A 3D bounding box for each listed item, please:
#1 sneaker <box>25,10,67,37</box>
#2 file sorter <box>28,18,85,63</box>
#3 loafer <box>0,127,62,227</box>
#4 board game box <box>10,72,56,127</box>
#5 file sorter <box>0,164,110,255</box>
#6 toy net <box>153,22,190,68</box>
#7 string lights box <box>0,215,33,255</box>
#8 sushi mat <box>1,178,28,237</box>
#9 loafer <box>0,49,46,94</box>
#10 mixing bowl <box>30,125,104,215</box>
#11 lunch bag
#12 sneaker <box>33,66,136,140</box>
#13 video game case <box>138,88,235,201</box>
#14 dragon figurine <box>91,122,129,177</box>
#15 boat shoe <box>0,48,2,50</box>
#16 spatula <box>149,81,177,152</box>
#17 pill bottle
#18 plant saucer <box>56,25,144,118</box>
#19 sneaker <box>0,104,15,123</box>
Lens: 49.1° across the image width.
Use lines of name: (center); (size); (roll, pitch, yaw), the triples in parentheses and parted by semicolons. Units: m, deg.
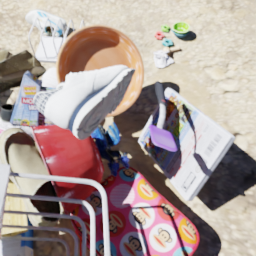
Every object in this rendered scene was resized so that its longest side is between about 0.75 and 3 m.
sneaker: (-3.365, -4.157, 11.170); (1.767, 0.676, 0.714); (18, 58, 12)
file sorter: (-2.541, -3.242, 10.323); (1.852, 1.153, 1.285); (5, 58, 3)
loafer: (-2.180, 1.177, 6.639); (0.995, 0.898, 2.630); (-31, 101, -42)
board game box: (-2.071, -0.641, 6.520); (1.223, 1.222, 0.377); (6, 23, -9)
file sorter: (-1.667, 2.426, 5.075); (1.837, 2.951, 2.048); (11, 45, -20)
toy net: (1.452, -3.275, 10.746); (1.241, 0.457, 2.366); (22, 61, 13)
string lights box: (-3.086, 2.251, 7.168); (1.198, 0.688, 2.332); (-7, 58, -4)
sushi mat: (-2.956, 1.858, 6.943); (0.804, 0.102, 1.680); (-11, 60, -11)
loafer: (-3.657, -1.540, 7.839); (1.007, 1.135, 2.985); (58, 31, -2)
mixing bowl: (-1.297, 0.786, 6.503); (1.173, 2.167, 2.167); (-21, 60, -17)
lunch bag: (-0.003, 2.559, 6.704); (2.441, 1.135, 2.771); (-37, 65, -21)
sneaker: (-0.733, -0.851, 6.002); (1.129, 1.072, 2.806); (25, 31, 12)
video game case: (1.323, 0.311, 7.340); (0.237, 1.881, 2.626); (14, 23, -35)
dragon figurine: (-0.620, 0.233, 7.192); (0.620, 1.047, 2.107); (-11, 78, -37)
boat shoe: (-5.262, -2.920, 10.368); (1.997, 0.717, 0.756); (25, 61, 15)
spatula: (0.697, -0.326, 5.830); (0.589, 0.214, 2.085); (22, 45, -20)
pill bottle: (-2.590, -0.334, 8.243); (1.596, 1.596, 2.816); (23, 61, 14)
plant saucer: (-0.784, -1.578, 8.013); (2.574, 0.482, 2.574); (-2, 96, -22)
sneaker: (-2.687, -0.357, 6.979); (0.923, 0.490, 0.345); (-4, 58, -24)
